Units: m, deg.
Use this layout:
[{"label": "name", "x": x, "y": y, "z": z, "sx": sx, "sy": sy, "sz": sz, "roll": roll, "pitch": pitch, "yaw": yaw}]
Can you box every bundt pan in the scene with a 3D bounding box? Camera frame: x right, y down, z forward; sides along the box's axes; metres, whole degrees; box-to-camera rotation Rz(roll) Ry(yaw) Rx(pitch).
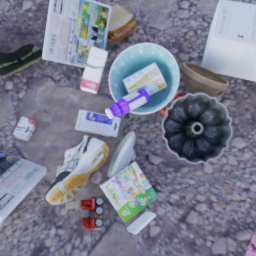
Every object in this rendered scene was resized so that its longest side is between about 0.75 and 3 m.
[{"label": "bundt pan", "x": 2.522, "y": 0.026, "z": 10.733, "sx": 2.664, "sy": 1.000, "sz": 2.664, "roll": 0, "pitch": 88, "yaw": -1}]

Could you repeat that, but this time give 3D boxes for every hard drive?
[{"label": "hard drive", "x": 0.454, "y": 3.315, "z": 9.832, "sx": 0.971, "sy": 0.640, "sz": 0.130, "roll": -35, "pitch": 98, "yaw": -26}]

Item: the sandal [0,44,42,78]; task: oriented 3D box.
[{"label": "sandal", "x": -5.199, "y": -2.915, "z": 12.657, "sx": 2.840, "sy": 0.810, "sz": 1.128, "roll": -28, "pitch": 88, "yaw": -30}]

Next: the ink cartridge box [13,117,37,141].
[{"label": "ink cartridge box", "x": -4.239, "y": 0.049, "z": 11.529, "sx": 0.604, "sy": 0.351, "sz": 0.838, "roll": 16, "pitch": 67, "yaw": 7}]

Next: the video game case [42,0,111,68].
[{"label": "video game case", "x": -2.178, "y": -4.147, "z": 12.103, "sx": 2.626, "sy": 0.317, "sz": 2.880, "roll": 7, "pitch": 96, "yaw": -26}]

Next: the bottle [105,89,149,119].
[{"label": "bottle", "x": -0.041, "y": -0.895, "z": 10.545, "sx": 1.679, "sy": 0.701, "sz": 0.548, "roll": -30, "pitch": 112, "yaw": -13}]

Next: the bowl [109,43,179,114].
[{"label": "bowl", "x": 0.772, "y": -1.843, "z": 11.480, "sx": 2.817, "sy": 1.473, "sz": 2.817, "roll": -2, "pitch": 84, "yaw": 17}]

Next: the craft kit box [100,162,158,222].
[{"label": "craft kit box", "x": 0.036, "y": 2.314, "z": 10.233, "sx": 1.557, "sy": 0.382, "sz": 1.577, "roll": -34, "pitch": 91, "yaw": -11}]

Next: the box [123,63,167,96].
[{"label": "box", "x": 0.697, "y": -1.829, "z": 11.470, "sx": 1.505, "sy": 0.846, "sz": 0.763, "roll": -27, "pitch": 55, "yaw": 8}]

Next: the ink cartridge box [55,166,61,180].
[{"label": "ink cartridge box", "x": -2.444, "y": 1.892, "z": 10.697, "sx": 0.568, "sy": 0.323, "sz": 0.779, "roll": 7, "pitch": 65, "yaw": -4}]

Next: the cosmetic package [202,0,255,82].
[{"label": "cosmetic package", "x": 4.892, "y": -3.733, "z": 12.181, "sx": 2.693, "sy": 2.240, "sz": 2.253, "roll": 13, "pitch": 67, "yaw": 7}]

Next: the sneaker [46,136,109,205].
[{"label": "sneaker", "x": -2.037, "y": 1.500, "z": 10.384, "sx": 1.272, "sy": 1.098, "sz": 2.902, "roll": 30, "pitch": 62, "yaw": 27}]

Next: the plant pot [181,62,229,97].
[{"label": "plant pot", "x": 3.056, "y": -1.903, "z": 11.824, "sx": 2.085, "sy": 0.962, "sz": 2.085, "roll": 20, "pitch": 26, "yaw": -10}]

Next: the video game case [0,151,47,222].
[{"label": "video game case", "x": -4.682, "y": 1.830, "z": 9.838, "sx": 2.532, "sy": 0.325, "sz": 2.785, "roll": 20, "pitch": 29, "yaw": 6}]

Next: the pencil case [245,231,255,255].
[{"label": "pencil case", "x": 4.335, "y": 4.534, "z": 9.251, "sx": 0.884, "sy": 0.924, "sz": 2.136, "roll": 45, "pitch": 67, "yaw": -29}]

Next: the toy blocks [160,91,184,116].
[{"label": "toy blocks", "x": 1.964, "y": -0.861, "z": 11.785, "sx": 1.451, "sy": 0.632, "sz": 1.741, "roll": -42, "pitch": 71, "yaw": -16}]

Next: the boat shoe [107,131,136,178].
[{"label": "boat shoe", "x": -0.102, "y": 1.121, "z": 10.921, "sx": 0.718, "sy": 0.703, "sz": 2.015, "roll": 32, "pitch": 71, "yaw": -17}]

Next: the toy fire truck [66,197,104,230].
[{"label": "toy fire truck", "x": -1.514, "y": 2.993, "z": 9.887, "sx": 1.276, "sy": 0.821, "sz": 1.123, "roll": 2, "pitch": 66, "yaw": -6}]

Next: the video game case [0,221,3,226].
[{"label": "video game case", "x": -5.335, "y": 2.791, "z": 10.409, "sx": 1.789, "sy": 0.156, "sz": 1.279, "roll": 12, "pitch": 66, "yaw": 5}]

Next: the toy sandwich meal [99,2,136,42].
[{"label": "toy sandwich meal", "x": -1.036, "y": -5.317, "z": 13.590, "sx": 2.817, "sy": 0.965, "sz": 2.817, "roll": 0, "pitch": 66, "yaw": 0}]

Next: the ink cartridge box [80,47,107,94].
[{"label": "ink cartridge box", "x": -1.437, "y": -2.377, "z": 11.795, "sx": 0.726, "sy": 1.247, "sz": 1.713, "roll": 15, "pitch": 91, "yaw": -7}]

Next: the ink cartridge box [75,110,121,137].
[{"label": "ink cartridge box", "x": -1.205, "y": -0.158, "z": 11.339, "sx": 1.743, "sy": 0.323, "sz": 0.826, "roll": 11, "pitch": 80, "yaw": 3}]
